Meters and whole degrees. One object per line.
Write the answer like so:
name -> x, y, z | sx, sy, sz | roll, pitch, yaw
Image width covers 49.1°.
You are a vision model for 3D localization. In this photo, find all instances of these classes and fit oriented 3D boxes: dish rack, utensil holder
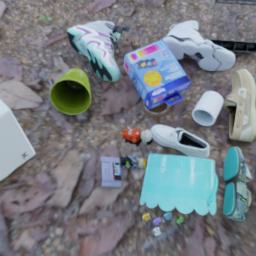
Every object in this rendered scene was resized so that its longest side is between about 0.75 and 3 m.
dish rack -> 3.951, -3.984, 10.181 | 1.880, 0.669, 2.452 | 5, 98, 2
utensil holder -> 2.437, -0.593, 8.512 | 0.712, 0.712, 0.838 | 27, 61, 16

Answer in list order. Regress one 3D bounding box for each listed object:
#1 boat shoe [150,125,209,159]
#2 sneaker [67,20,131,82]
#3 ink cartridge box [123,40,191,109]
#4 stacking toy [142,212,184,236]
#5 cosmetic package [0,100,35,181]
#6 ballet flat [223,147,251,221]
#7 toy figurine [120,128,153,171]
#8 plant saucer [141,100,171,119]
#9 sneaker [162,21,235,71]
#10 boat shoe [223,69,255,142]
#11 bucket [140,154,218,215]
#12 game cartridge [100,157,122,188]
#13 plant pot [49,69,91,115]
boat shoe -> 1.458, 0.314, 8.053 | 1.849, 0.607, 0.665 | 31, 60, 27
sneaker -> -0.640, -3.002, 9.944 | 2.055, 1.142, 2.937 | -31, 63, -18
ink cartridge box -> 0.963, -1.564, 8.858 | 1.423, 0.796, 2.086 | -26, 74, -11
stacking toy -> 0.861, 2.236, 6.931 | 0.857, 0.201, 0.646 | -22, 25, -13
cosmetic package -> -4.225, 0.066, 7.300 | 2.516, 2.093, 2.106 | 39, 63, 25
ballet flat -> 2.919, 1.480, 7.425 | 0.747, 0.747, 2.011 | 13, 61, 8
toy figurine -> 0.250, 0.606, 7.589 | 0.794, 1.142, 1.124 | 4, 78, 5
plant saucer -> 0.905, -0.750, 9.080 | 0.978, 0.168, 0.978 | 0, 56, 0
sneaker -> 2.549, -3.012, 10.016 | 2.635, 0.990, 1.514 | 17, 56, 8
boat shoe -> 3.419, -0.792, 8.657 | 0.831, 0.917, 2.574 | 4, 59, 2
bucket -> 1.197, 1.290, 6.560 | 1.815, 1.815, 1.181 | 7, 82, 4
game cartridge -> -0.469, 1.219, 7.734 | 0.562, 0.166, 0.867 | 4, 58, -17
plant pot -> -1.723, -1.255, 8.812 | 1.236, 1.236, 1.191 | 0, 37, 0
